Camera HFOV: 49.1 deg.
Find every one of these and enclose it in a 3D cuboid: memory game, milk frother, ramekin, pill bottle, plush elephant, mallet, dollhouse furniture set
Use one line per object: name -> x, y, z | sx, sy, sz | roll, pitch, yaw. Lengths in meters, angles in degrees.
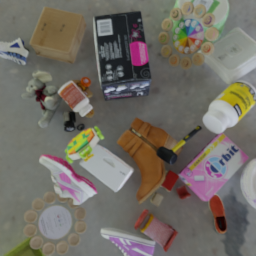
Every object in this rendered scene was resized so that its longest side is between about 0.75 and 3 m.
memory game -> -2.570, 3.359, 9.967 | 2.239, 0.143, 2.239 | 3, 76, -14
milk frother -> -2.152, -0.246, 11.044 | 0.678, 0.751, 0.706 | -25, 63, 24
ramekin -> 2.999, -4.791, 11.746 | 2.384, 1.164, 2.384 | 0, 77, 0
memory game -> 2.294, -3.583, 11.024 | 2.561, 0.163, 2.561 | 9, 105, 36
pill bottle -> -1.880, -1.024, 10.109 | 0.687, 0.687, 1.225 | -42, 93, -9
plush elephant -> -3.319, -1.307, 10.772 | 1.477, 1.571, 1.908 | 26, 49, -7
mallet -> 1.877, 0.496, 10.241 | 0.711, 0.444, 2.159 | 23, 49, 34
dollhouse furniture set -> 1.388, 2.874, 9.995 | 1.331, 1.006, 2.473 | 32, 79, 7
pill bottle -> 3.819, -0.757, 10.593 | 2.131, 1.186, 1.186 | -41, 80, -21

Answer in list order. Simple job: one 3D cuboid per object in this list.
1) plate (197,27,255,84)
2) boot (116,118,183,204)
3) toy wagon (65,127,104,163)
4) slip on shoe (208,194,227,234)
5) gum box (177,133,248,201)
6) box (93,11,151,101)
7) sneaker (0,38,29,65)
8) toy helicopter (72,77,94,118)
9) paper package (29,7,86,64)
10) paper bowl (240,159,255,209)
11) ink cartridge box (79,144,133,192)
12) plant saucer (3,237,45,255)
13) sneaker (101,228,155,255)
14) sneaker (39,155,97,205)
plate -> 4.244, -3.046, 11.306 | 2.161, 0.349, 2.156 | -32, 59, 0
boot -> 0.482, 1.114, 10.326 | 2.204, 1.088, 2.838 | 34, 75, 4
toy wagon -> -1.409, 0.565, 8.941 | 1.344, 1.732, 0.343 | -38, 111, -2
slip on shoe -> 3.311, 3.125, 10.234 | 0.531, 0.439, 1.435 | -8, 75, 0
gum box -> 3.170, 1.400, 10.453 | 2.377, 0.786, 1.349 | -43, 81, -9
box -> -0.244, -2.750, 11.009 | 1.926, 1.673, 2.915 | -7, 75, 0
sneaker -> -4.854, -3.355, 11.734 | 1.626, 0.657, 0.939 | 24, 74, -1
toy helicopter -> -1.827, -1.134, 10.801 | 1.125, 0.671, 1.701 | -13, 69, -38
paper package -> -2.882, -3.850, 11.633 | 1.785, 0.969, 1.872 | 14, 78, 3
paper bowl -> 5.153, 2.056, 10.148 | 2.087, 1.085, 2.087 | 0, 76, -1
ink cartridge box -> -0.671, 1.366, 9.767 | 1.506, 2.084, 0.882 | 36, 85, 8
plant saucer -> -3.643, 5.355, 9.414 | 2.361, 0.566, 2.365 | -32, 78, -22
sneaker -> -0.117, 4.259, 9.835 | 1.983, 0.719, 1.131 | 16, 80, 4
sneaker -> -2.186, 1.808, 9.518 | 2.256, 0.918, 0.995 | 41, 87, -4
